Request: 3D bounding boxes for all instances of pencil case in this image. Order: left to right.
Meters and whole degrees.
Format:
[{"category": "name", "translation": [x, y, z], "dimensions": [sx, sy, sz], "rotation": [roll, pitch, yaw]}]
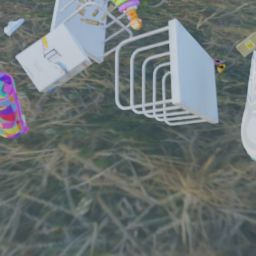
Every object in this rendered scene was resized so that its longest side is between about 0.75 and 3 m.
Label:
[{"category": "pencil case", "translation": [-1.633, -0.259, 3.716], "dimensions": [0.483, 1.092, 0.483], "rotation": [4, 64, -8]}]

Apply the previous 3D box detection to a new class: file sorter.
[{"category": "file sorter", "translation": [-1.019, -4.178, 9.374], "dimensions": [1.842, 2.053, 2.958], "rotation": [-21, 57, 37]}, {"category": "file sorter", "translation": [0.937, -0.982, 6.250], "dimensions": [1.427, 2.291, 1.590], "rotation": [-7, 78, 33]}]

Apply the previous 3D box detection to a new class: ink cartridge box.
[{"category": "ink cartridge box", "translation": [-1.679, -1.582, 6.560], "dimensions": [1.305, 0.944, 0.961], "rotation": [-34, 5, 3]}]

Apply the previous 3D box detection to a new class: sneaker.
[{"category": "sneaker", "translation": [-3.402, -3.058, 8.337], "dimensions": [0.277, 0.286, 0.782], "rotation": [40, 51, -19]}, {"category": "sneaker", "translation": [2.556, -0.785, 5.047], "dimensions": [1.084, 1.253, 2.892], "rotation": [-2, 57, 41]}]

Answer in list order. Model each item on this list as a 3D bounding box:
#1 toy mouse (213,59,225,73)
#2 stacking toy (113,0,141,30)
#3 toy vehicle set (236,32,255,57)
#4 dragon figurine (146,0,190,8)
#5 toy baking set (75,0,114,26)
[{"category": "toy mouse", "translation": [3.564, -2.603, 11.599], "dimensions": [0.926, 0.202, 1.042], "rotation": [28, 51, 25]}, {"category": "stacking toy", "translation": [-0.050, -3.719, 8.113], "dimensions": [1.056, 1.819, 0.998], "rotation": [-12, 13, 43]}, {"category": "toy vehicle set", "translation": [4.248, -2.915, 9.798], "dimensions": [0.481, 0.774, 0.103], "rotation": [40, 35, -18]}, {"category": "dragon figurine", "translation": [1.422, -4.334, 8.695], "dimensions": [1.788, 0.889, 0.526], "rotation": [-5, -3, 36]}, {"category": "toy baking set", "translation": [-1.012, -3.428, 8.246], "dimensions": [1.227, 0.942, 0.143], "rotation": [19, 57, 7]}]
